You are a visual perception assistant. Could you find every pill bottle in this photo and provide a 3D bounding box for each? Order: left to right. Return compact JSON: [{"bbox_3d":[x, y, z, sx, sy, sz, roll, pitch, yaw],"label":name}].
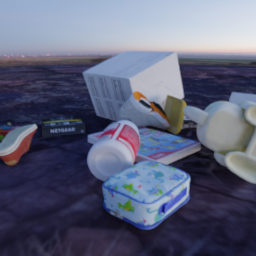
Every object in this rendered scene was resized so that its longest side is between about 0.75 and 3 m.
[{"bbox_3d":[-0.259,0.469,6.917,1.020,1.020,1.817,3,22,11],"label":"pill bottle"}]

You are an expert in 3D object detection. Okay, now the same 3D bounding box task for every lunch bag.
[{"bbox_3d":[0.379,1.205,5.283,1.253,0.643,1.559,13,21,38],"label":"lunch bag"}]

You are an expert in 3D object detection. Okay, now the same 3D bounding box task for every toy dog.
[{"bbox_3d":[2.553,0.111,7.297,2.437,1.754,2.513,13,8,8],"label":"toy dog"}]

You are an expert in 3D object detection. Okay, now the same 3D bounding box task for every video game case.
[{"bbox_3d":[0.420,0.448,8.581,2.061,0.251,2.882,-15,22,-41],"label":"video game case"}]

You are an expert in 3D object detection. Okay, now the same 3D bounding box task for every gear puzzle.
[{"bbox_3d":[-4.447,0.206,9.280,1.050,0.265,2.027,9,19,20],"label":"gear puzzle"}]

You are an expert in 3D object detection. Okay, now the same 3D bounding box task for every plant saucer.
[{"bbox_3d":[1.682,-0.490,10.116,0.301,1.241,1.241,5,14,-20],"label":"plant saucer"}]

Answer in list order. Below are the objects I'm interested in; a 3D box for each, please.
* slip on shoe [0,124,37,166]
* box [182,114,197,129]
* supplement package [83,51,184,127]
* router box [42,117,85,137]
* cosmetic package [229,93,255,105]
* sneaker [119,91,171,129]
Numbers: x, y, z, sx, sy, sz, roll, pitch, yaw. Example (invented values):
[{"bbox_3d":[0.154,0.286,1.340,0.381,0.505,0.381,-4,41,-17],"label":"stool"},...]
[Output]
[{"bbox_3d":[-3.043,0.411,7.851,0.701,0.579,1.894,-12,24,6],"label":"slip on shoe"},{"bbox_3d":[2.335,-0.304,10.937,1.111,0.351,1.409,1,17,5],"label":"box"},{"bbox_3d":[0.236,-1.733,11.563,2.719,2.091,2.844,-35,34,-32],"label":"supplement package"},{"bbox_3d":[-2.357,-0.066,10.094,1.437,0.375,1.130,-5,17,-16],"label":"router box"},{"bbox_3d":[4.292,-0.259,8.327,2.439,1.034,1.312,13,-10,44],"label":"cosmetic package"},{"bbox_3d":[0.557,-0.403,9.708,2.333,1.073,0.883,29,32,-45],"label":"sneaker"}]
